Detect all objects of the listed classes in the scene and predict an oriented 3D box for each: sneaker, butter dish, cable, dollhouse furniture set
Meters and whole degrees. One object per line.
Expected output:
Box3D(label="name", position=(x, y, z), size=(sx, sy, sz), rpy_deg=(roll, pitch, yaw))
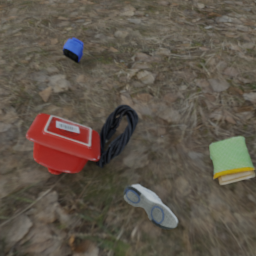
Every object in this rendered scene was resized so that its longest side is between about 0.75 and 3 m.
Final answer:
Box3D(label="sneaker", position=(0.718, 2.168, 8.046), size=(1.749, 0.652, 0.762), rpy_deg=(38, 22, 18))
Box3D(label="butter dish", position=(-2.127, 0.743, 8.943), size=(2.205, 1.630, 2.199), rpy_deg=(19, 20, -13))
Box3D(label="cable", position=(-0.491, 0.243, 9.117), size=(0.579, 2.278, 1.859), rpy_deg=(32, 36, -22))
Box3D(label="dollhouse furniture set", position=(3.738, 0.623, 8.255), size=(2.948, 1.138, 1.474), rpy_deg=(-21, 57, 25))

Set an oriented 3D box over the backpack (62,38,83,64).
Box3D(label="backpack", position=(-2.717, -3.937, 13.928), size=(0.964, 1.186, 0.995), rpy_deg=(23, 85, -7))
